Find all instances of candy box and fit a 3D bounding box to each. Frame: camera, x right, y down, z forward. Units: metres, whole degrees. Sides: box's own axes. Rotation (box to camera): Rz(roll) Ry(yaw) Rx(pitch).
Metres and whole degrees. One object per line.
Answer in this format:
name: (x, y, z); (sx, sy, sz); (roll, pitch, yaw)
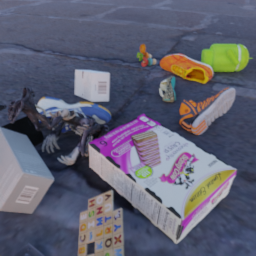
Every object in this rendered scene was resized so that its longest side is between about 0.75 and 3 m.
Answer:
candy box: (0.712, 0.976, 6.800); (2.031, 0.909, 2.979); (-29, 48, -35)

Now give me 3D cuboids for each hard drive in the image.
hard drive: (-2.011, 2.620, 5.224); (0.560, 0.176, 0.831); (22, 40, 28)

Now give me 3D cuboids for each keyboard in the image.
keyboard: (-3.600, 0.199, 7.541); (0.262, 1.619, 2.548); (12, 33, 44)

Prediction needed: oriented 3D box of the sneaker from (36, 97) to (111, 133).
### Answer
sneaker: (-1.750, -0.247, 8.884); (2.366, 0.891, 1.043); (6, 58, 1)

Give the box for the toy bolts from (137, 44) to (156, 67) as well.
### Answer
toy bolts: (0.967, -3.487, 13.593); (0.701, 0.966, 1.011); (-6, 52, -19)

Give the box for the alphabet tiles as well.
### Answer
alphabet tiles: (-0.545, 1.922, 5.393); (1.128, 0.051, 1.349); (-28, 46, 28)

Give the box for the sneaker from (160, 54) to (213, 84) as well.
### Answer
sneaker: (2.442, -2.610, 12.218); (2.474, 0.903, 0.954); (21, 40, 29)

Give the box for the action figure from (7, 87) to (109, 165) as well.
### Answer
action figure: (-1.724, 0.141, 7.575); (2.981, 1.521, 1.771); (29, -13, -32)

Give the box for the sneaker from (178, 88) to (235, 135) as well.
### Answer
sneaker: (2.465, -0.757, 9.194); (2.112, 0.819, 1.183); (-38, 42, -16)

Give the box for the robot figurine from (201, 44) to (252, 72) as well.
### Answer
robot figurine: (4.445, -3.171, 12.729); (2.116, 1.224, 1.857); (1, 18, 4)

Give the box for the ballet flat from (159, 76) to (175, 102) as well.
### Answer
ballet flat: (1.538, -1.560, 11.022); (0.632, 0.569, 1.679); (-1, 37, 10)

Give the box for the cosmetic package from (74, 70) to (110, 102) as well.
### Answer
cosmetic package: (-1.286, -1.484, 9.635); (0.695, 0.954, 1.877); (-3, 13, -28)

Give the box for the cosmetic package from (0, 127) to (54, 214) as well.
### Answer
cosmetic package: (-2.695, 0.959, 6.657); (0.895, 1.061, 1.986); (25, 13, -44)
